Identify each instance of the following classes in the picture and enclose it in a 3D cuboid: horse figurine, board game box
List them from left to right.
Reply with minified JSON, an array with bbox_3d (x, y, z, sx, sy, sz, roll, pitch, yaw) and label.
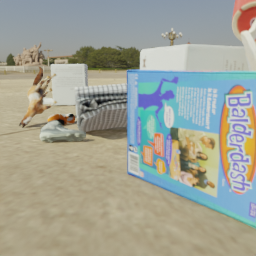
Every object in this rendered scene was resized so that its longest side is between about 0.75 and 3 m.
[{"bbox_3d":[-2.764,-1.008,8.700,1.297,1.958,0.489,-34,-41,22],"label":"horse figurine"},{"bbox_3d":[0.885,0.087,3.799,0.509,1.721,2.263,-10,17,-39],"label":"board game box"}]

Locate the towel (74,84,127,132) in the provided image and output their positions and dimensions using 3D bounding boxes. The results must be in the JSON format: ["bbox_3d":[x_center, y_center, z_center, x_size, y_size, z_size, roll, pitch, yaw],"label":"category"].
[{"bbox_3d":[-0.563,-0.436,7.203,1.538,0.795,1.857,-6,-13,-12],"label":"towel"}]

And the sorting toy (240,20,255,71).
[{"bbox_3d":[2.894,-0.956,5.325,1.403,2.363,2.625,-16,19,48],"label":"sorting toy"}]

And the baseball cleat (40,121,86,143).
[{"bbox_3d":[-1.555,0.058,6.704,1.079,0.376,0.575,-2,55,-9],"label":"baseball cleat"}]

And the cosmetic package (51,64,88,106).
[{"bbox_3d":[-2.749,-2.110,13.537,1.571,1.906,1.572,-1,12,-4],"label":"cosmetic package"}]

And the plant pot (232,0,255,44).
[{"bbox_3d":[2.991,-2.628,6.246,1.442,1.442,1.276,8,50,34],"label":"plant pot"}]

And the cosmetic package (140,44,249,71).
[{"bbox_3d":[1.920,-0.904,7.153,2.669,2.220,2.234,-4,14,-21],"label":"cosmetic package"}]

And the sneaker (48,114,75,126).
[{"bbox_3d":[-2.150,-0.241,8.683,0.480,0.395,1.044,-1,2,30],"label":"sneaker"}]

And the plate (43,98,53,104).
[{"bbox_3d":[-4.279,-1.370,14.235,1.153,0.187,1.156,-5,13,-19],"label":"plate"}]
